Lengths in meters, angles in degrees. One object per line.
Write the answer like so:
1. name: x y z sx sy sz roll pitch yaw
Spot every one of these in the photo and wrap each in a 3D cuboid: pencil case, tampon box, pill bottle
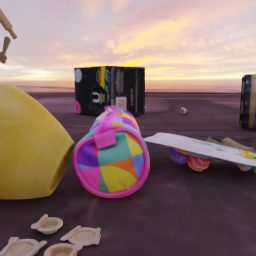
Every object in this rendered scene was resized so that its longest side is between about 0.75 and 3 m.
1. pencil case: -0.229 0.232 4.335 1.015 1.015 2.296 -1 10 -3
2. tampon box: -0.863 -1.598 12.104 1.742 2.068 2.760 -9 13 -44
3. pill bottle: 4.841 -0.740 8.079 2.975 1.664 1.664 3 10 21

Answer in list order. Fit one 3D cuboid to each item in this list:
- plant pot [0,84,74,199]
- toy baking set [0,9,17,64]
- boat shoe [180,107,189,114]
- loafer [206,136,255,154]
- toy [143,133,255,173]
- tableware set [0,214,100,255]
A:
1. plant pot: -1.249 0.304 3.387 0.985 1.388 1.388 24 10 0
2. toy baking set: -3.206 -2.312 6.612 1.194 1.555 0.181 -12 37 31
3. boat shoe: 2.526 -0.755 12.613 0.266 0.296 0.822 7 10 -5
4. loafer: 1.951 0.364 5.437 0.982 0.331 0.373 6 11 33
5. toy: 1.211 0.464 4.576 1.787 0.422 1.029 9 8 20
6. tableware set: -0.643 0.972 2.433 0.770 0.089 0.643 3 9 18
